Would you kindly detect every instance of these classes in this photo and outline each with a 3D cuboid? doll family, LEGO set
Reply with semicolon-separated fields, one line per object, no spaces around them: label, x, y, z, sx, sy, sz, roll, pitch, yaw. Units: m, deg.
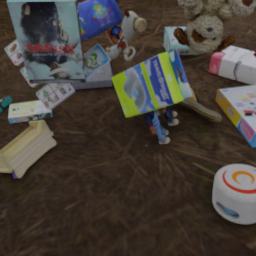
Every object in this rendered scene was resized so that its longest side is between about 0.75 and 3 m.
doll family;0.770;-0.854;8.909;1.163;1.713;2.964;-27;40;5
LEGO set;-1.625;-2.180;7.774;2.910;0.714;2.174;-37;85;5

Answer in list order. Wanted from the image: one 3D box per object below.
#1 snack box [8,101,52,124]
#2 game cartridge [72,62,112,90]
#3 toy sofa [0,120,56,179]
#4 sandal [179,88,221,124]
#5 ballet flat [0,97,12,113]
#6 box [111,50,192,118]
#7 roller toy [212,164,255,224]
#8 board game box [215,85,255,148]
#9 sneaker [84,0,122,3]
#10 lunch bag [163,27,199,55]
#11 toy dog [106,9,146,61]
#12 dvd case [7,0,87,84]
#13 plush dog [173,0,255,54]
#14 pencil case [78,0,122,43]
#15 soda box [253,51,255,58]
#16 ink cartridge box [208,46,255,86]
snack box;-3.417;-0.594;9.821;1.419;0.263;0.824;-9;41;-11
game cartridge;-1.563;-2.462;11.946;1.656;0.490;2.555;-2;40;-9
toy sofa;-3.030;0.609;8.146;0.750;0.884;1.812;-4;33;37
sandal;2.191;-0.979;9.659;2.475;0.668;0.994;34;7;29
ballet flat;-4.620;-0.738;9.990;0.405;0.405;1.090;18;41;20
box;0.348;-0.690;4.708;0.316;0.809;1.328;-25;7;-42
roller toy;2.678;1.574;6.684;1.267;0.970;1.389;-2;31;6
board game box;4.481;-0.525;9.527;2.000;0.527;2.614;-7;40;-9
sneaker;-0.748;-3.812;8.106;0.990;0.835;2.264;-40;24;-3
lunch bag;2.579;-4.048;13.266;1.630;1.167;1.913;-1;34;-3
toy dog;-0.202;-3.350;9.789;1.229;0.898;1.863;18;83;40
dvd case;-1.640;-1.769;5.955;1.344;1.842;0.203;0;43;-1
plush dog;2.345;-3.262;8.486;2.275;1.954;1.825;8;18;-5
pencil case;-1.251;-2.567;6.865;2.192;0.952;0.855;-29;18;-9
soda box;3.412;-1.983;5.613;0.619;1.768;0.561;-4;52;-32
ink cartridge box;4.692;-2.692;11.871;2.031;0.841;1.488;25;46;27
